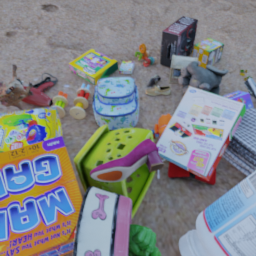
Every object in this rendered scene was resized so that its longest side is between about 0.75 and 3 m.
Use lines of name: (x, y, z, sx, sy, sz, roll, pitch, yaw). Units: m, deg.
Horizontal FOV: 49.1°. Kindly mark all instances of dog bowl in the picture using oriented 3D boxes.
dog bowl: (-0.457, 2.690, 6.150, 1.003, 2.721, 2.721, 2, 44, 2)

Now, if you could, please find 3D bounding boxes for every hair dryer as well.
hair dryer: (-3.888, -1.736, 12.227, 1.969, 0.702, 2.586, -18, 47, -19)

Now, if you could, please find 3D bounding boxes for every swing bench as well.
swing bench: (2.517, -2.645, 12.848, 1.138, 1.144, 0.742, 8, 45, 8)

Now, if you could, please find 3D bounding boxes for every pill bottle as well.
pill bottle: (2.674, 2.265, 6.418, 3.000, 1.631, 1.631, -44, 44, 19)

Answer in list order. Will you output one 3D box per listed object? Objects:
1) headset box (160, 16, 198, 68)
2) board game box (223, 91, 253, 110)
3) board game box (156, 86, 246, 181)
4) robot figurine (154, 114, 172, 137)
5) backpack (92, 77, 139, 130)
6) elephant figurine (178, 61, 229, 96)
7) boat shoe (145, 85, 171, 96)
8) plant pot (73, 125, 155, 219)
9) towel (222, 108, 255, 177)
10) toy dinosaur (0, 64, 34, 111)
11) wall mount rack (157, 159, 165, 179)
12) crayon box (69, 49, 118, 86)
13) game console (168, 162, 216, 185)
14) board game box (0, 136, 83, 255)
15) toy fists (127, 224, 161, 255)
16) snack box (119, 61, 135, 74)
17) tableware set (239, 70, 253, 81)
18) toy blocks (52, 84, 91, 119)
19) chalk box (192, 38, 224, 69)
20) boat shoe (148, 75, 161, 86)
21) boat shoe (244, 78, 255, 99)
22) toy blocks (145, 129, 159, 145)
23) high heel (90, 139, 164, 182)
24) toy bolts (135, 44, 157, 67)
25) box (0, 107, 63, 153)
headset box: (2.475, -4.241, 14.024, 0.911, 1.806, 2.430, 25, 48, 25)
board game box: (3.060, -0.656, 10.074, 2.317, 0.519, 1.558, -19, 6, 13)
board game box: (2.192, 0.100, 8.738, 1.913, 0.504, 2.500, 26, 81, 32)
robot figurine: (1.435, -0.017, 10.474, 0.814, 0.660, 1.132, 14, 44, -7)
backpack: (-0.485, -0.977, 10.856, 1.861, 1.494, 2.034, -2, 45, -1)
elephant figurine: (3.539, -2.131, 12.174, 2.327, 1.646, 1.805, -4, 70, -25)
boat shoe: (1.333, -1.691, 12.398, 1.133, 0.376, 0.419, -4, 42, -6)
plant pot: (-0.392, 1.165, 8.269, 1.801, 1.984, 1.975, 15, 47, 23)
towel: (4.350, 0.408, 9.669, 2.204, 1.139, 2.662, -26, 49, -25)
toy dinosaur: (-4.445, -1.234, 10.479, 1.007, 2.346, 1.590, 34, 54, 1)
wall mount rack: (0.632, 1.062, 9.475, 1.443, 0.538, 1.254, 3, 81, 4)
crayon box: (-1.665, -2.963, 13.532, 1.817, 0.530, 1.568, 32, 60, 29)
game console: (2.166, 1.101, 9.419, 1.322, 0.911, 1.535, -11, 52, 35)
board game box: (-2.325, 1.967, 6.773, 2.304, 2.306, 2.304, -16, 65, -16)
toy fists: (0.315, 2.815, 6.495, 0.769, 1.510, 0.519, -4, 31, 17)
snack box: (-0.055, -2.973, 13.805, 0.618, 0.230, 0.869, 2, 45, 15)
tableware set: (5.669, -2.550, 13.479, 0.595, 0.135, 0.883, 10, 45, 11)
toy blocks: (-2.341, -1.219, 11.679, 1.504, 0.655, 1.804, 4, 46, 3)
chalk box: (4.128, -3.853, 14.223, 1.599, 0.995, 0.990, -32, 53, -30)
boat shoe: (1.235, -2.192, 12.976, 0.318, 0.323, 0.867, 26, 51, 24)
boat shoe: (5.271, -1.481, 11.785, 0.463, 0.428, 1.253, -6, 66, -43)
toy blocks: (0.802, 0.311, 10.092, 0.434, 0.593, 0.868, -32, 44, -33)
high heel: (-0.096, 0.752, 6.795, 1.861, 0.627, 0.895, -4, 47, -25)
toy bolts: (1.009, -3.709, 14.188, 0.747, 1.029, 1.077, -22, 66, -30)
box: (-3.322, 0.572, 9.344, 2.067, 1.309, 2.146, -8, 46, -6)
